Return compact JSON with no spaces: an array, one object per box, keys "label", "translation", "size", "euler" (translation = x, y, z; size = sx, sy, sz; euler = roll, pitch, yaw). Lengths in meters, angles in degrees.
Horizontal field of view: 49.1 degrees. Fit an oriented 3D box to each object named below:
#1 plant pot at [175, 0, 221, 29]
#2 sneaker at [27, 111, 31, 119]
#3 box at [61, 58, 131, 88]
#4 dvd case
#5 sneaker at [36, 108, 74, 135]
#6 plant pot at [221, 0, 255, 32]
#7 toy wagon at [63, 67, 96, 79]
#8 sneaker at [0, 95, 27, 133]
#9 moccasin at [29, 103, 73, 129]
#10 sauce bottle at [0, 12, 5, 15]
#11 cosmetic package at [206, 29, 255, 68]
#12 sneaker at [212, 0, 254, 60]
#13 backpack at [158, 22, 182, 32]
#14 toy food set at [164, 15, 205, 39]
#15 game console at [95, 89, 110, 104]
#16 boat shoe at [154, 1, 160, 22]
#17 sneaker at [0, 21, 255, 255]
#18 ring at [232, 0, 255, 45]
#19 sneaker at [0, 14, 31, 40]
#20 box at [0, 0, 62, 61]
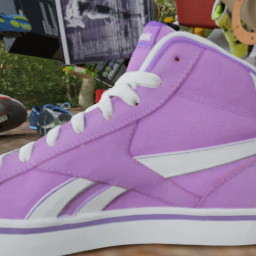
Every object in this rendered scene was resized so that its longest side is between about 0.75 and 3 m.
[{"label":"plant pot","translation":[2.272,-3.746,7.948],"size":[1.715,1.944,1.946],"euler":[-3,21,19]},{"label":"sneaker","translation":[-4.547,-0.574,10.711],"size":[1.660,0.682,0.646],"euler":[0,4,-11]},{"label":"box","translation":[-0.801,-3.262,10.609],"size":[2.872,2.974,0.707],"euler":[28,-5,31]},{"label":"dvd case","translation":[-0.581,-2.227,5.138],"size":[0.212,1.975,2.656],"euler":[-20,19,-42]},{"label":"sneaker","translation":[-1.300,-0.042,5.520],"size":[1.354,0.526,0.584],"euler":[13,0,40]},{"label":"plant pot","translation":[2.292,-2.544,4.295],"size":[2.377,2.226,2.226],"euler":[39,21,21]},{"label":"toy wagon","translation":[-1.426,-1.587,8.014],"size":[0.776,0.198,1.000],"euler":[5,-5,34]},{"label":"sneaker","translation":[-2.457,-0.050,4.799],"size":[0.867,0.816,2.117],"euler":[30,17,20]},{"label":"moccasin","translation":[-1.878,-0.281,6.767],"size":[1.943,0.663,0.782],"euler":[3,5,38]},{"label":"sauce bottle","translation":[-3.293,-2.728,6.754],"size":[0.327,0.327,0.989],"euler":[0,13,4]},{"label":"cosmetic package","translation":[3.362,-2.437,8.837],"size":[1.878,1.060,0.762],"euler":[25,-25,40]},{"label":"sneaker","translation":[2.268,-2.389,6.166],"size":[0.822,2.152,0.811],"euler":[-20,43,6]},{"label":"backpack","translation":[0.937,-2.500,9.204],"size":[1.561,1.776,1.361],"euler":[17,21,36]},{"label":"toy food set","translation":[2.307,-3.732,10.804],"size":[0.922,0.869,1.932],"euler":[-41,47,-19]},{"label":"game console","translation":[0.858,-0.540,7.695],"size":[2.648,0.465,2.994],"euler":[2,-8,37]},{"label":"boat shoe","translation":[-0.372,-2.682,6.965],"size":[2.420,0.894,0.895],"euler":[6,17,18]},{"label":"sneaker","translation":[-0.131,0.015,1.229],"size":[1.574,0.897,0.570],"euler":[-2,6,-8]},{"label":"ring","translation":[1.703,-1.551,3.699],"size":[0.084,0.877,0.877],"euler":[-3,5,-22]},{"label":"sneaker","translation":[-2.801,-2.166,6.066],"size":[0.639,0.546,1.541],"euler":[-30,-2,27]},{"label":"box","translation":[-2.684,-3.404,8.112],"size":[1.856,2.629,1.037],"euler":[-1,-24,-46]}]
